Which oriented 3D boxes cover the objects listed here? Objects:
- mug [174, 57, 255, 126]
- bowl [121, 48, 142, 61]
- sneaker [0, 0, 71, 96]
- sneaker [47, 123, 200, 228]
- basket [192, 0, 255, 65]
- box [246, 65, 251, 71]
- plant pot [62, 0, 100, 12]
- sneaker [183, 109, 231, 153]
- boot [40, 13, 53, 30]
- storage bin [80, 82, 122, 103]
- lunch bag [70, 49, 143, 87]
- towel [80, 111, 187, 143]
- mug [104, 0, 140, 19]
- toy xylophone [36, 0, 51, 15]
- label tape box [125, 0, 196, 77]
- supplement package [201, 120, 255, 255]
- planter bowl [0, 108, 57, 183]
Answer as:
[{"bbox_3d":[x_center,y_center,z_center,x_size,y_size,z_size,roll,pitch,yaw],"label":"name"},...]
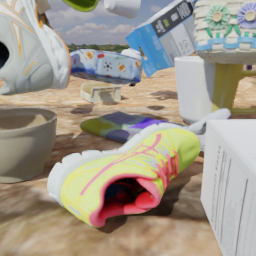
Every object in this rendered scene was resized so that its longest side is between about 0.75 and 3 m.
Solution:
[{"bbox_3d":[2.399,-0.998,7.963,1.881,1.928,2.349,-12,21,-35],"label":"mug"},{"bbox_3d":[0.127,-2.209,8.642,0.785,0.353,0.785,24,20,-10],"label":"bowl"},{"bbox_3d":[-2.235,-1.810,4.855,1.355,1.115,2.945,-24,71,-39],"label":"sneaker"},{"bbox_3d":[0.249,0.734,4.185,2.627,1.026,1.186,-20,29,-29],"label":"sneaker"},{"bbox_3d":[2.539,-2.684,6.153,2.173,2.465,1.714,7,-4,28],"label":"basket"},{"bbox_3d":[3.765,-2.140,8.693,0.147,0.751,0.514,2,59,23],"label":"box"},{"bbox_3d":[-0.577,-2.514,4.165,1.086,1.086,1.046,17,61,43],"label":"plant pot"},{"bbox_3d":[1.505,0.371,5.835,1.683,0.967,0.632,-30,-1,32],"label":"sneaker"},{"bbox_3d":[-3.205,-3.941,10.977,0.765,2.027,0.746,15,46,37],"label":"boot"},{"bbox_3d":[-1.182,-1.543,11.936,1.391,0.656,1.401,-7,19,-25],"label":"storage bin"},{"bbox_3d":[-0.581,-1.497,7.176,1.802,0.681,1.444,7,1,-31],"label":"lunch bag"},{"bbox_3d":[0.113,-0.019,7.592,2.576,0.293,1.850,15,22,41],"label":"towel"},{"bbox_3d":[-0.303,-4.441,9.789,1.033,1.008,1.258,-5,39,-25],"label":"mug"},{"bbox_3d":[-2.603,-3.518,7.767,0.871,0.299,1.190,-29,-9,-10],"label":"toy xylophone"},{"bbox_3d":[1.424,-3.231,10.183,2.524,1.809,0.834,-38,25,-8],"label":"label tape box"},{"bbox_3d":[1.722,0.819,3.065,1.348,1.331,2.223,1,17,2],"label":"supplement package"},{"bbox_3d":[-2.096,0.328,5.127,1.601,1.077,1.601,0,16,0],"label":"planter bowl"}]
